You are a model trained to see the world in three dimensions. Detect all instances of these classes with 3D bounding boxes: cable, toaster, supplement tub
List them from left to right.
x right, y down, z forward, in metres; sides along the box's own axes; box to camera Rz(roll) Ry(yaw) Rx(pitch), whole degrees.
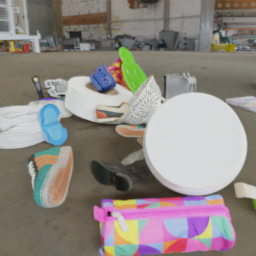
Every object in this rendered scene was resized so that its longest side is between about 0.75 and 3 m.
[{"bbox_3d":[-3.927,-0.131,10.447,2.734,0.946,2.733,-10,21,-27],"label":"cable"},{"bbox_3d":[2.361,-1.517,12.968,1.202,2.026,1.832,6,12,24],"label":"toaster"},{"bbox_3d":[1.396,0.427,6.068,1.972,1.972,2.713,5,-9,13],"label":"supplement tub"}]

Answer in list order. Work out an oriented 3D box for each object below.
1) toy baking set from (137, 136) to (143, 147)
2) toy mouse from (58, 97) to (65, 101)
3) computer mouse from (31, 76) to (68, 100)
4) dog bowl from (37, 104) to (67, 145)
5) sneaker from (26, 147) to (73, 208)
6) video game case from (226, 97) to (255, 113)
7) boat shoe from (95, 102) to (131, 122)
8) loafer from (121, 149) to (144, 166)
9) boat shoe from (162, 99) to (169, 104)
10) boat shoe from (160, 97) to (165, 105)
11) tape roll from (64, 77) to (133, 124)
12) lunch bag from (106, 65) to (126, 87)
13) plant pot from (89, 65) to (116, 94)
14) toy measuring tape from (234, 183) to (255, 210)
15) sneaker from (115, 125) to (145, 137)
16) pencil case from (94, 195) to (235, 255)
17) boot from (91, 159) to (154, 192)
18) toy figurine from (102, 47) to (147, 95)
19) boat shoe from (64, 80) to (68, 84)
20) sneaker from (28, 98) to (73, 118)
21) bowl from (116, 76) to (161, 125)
[{"bbox_3d":[1.479,0.651,8.380,2.279,0.265,1.749,-8,44,-4],"label":"toy baking set"},{"bbox_3d":[-3.383,-1.624,15.477,1.060,0.231,1.193,-10,10,20],"label":"toy mouse"},{"bbox_3d":[-4.305,-2.139,15.849,0.636,1.589,2.898,-26,-3,23],"label":"computer mouse"},{"bbox_3d":[-2.628,-0.095,9.570,0.358,1.446,0.806,-8,13,41],"label":"dog bowl"},{"bbox_3d":[-2.059,1.184,6.966,1.053,0.941,2.636,-4,14,-2],"label":"sneaker"},{"bbox_3d":[6.592,-1.151,14.298,1.834,0.231,2.561,-9,21,-22],"label":"video game case"},{"bbox_3d":[-0.229,-0.654,10.393,1.982,0.620,0.706,-6,11,-3],"label":"boat shoe"},{"bbox_3d":[0.192,0.879,8.486,0.367,0.367,1.051,20,27,26],"label":"loafer"},{"bbox_3d":[1.590,-0.174,9.151,0.580,1.852,0.659,-31,29,-22],"label":"boat shoe"},{"bbox_3d":[1.686,-0.755,11.914,2.138,0.769,0.693,30,34,6],"label":"boat shoe"},{"bbox_3d":[-1.269,-1.274,12.368,2.978,1.041,2.978,14,24,-6],"label":"tape roll"},{"bbox_3d":[-0.510,-2.625,16.097,2.135,0.875,1.881,43,34,8],"label":"lunch bag"},{"bbox_3d":[-1.125,-2.045,12.172,0.853,0.949,0.949,-35,-5,-4],"label":"plant pot"},{"bbox_3d":[2.712,1.463,5.726,2.269,0.835,0.835,15,11,-30],"label":"toy measuring tape"},{"bbox_3d":[0.144,0.088,10.640,1.221,0.436,0.488,10,19,4],"label":"sneaker"},{"bbox_3d":[0.624,1.759,5.075,2.439,1.078,1.078,-2,20,-5],"label":"pencil case"},{"bbox_3d":[-0.054,1.154,7.634,1.608,0.557,1.400,22,24,35],"label":"boot"},{"bbox_3d":[-0.634,-2.210,13.981,2.467,2.681,2.013,-26,-4,33],"label":"toy figurine"},{"bbox_3d":[-3.855,-2.614,17.587,2.056,0.738,0.779,-13,23,-31],"label":"boat shoe"},{"bbox_3d":[-3.409,-1.051,13.164,2.326,0.809,1.157,7,20,18],"label":"sneaker"},{"bbox_3d":[0.581,-0.802,10.425,0.997,2.124,2.124,38,20,-7],"label":"bowl"}]
